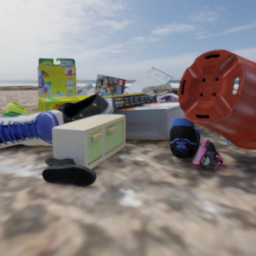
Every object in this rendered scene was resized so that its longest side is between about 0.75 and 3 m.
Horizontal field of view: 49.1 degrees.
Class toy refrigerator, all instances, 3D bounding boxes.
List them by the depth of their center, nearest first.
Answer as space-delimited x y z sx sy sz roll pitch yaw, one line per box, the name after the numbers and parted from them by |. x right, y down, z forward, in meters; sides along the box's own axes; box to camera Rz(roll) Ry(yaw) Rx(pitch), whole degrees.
-0.832 0.285 7.217 0.898 0.974 2.566 4 10 19 | toy refrigerator

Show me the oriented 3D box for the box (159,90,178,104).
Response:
2.196 -1.145 13.819 0.366 1.464 1.475 -6 10 -43 | box

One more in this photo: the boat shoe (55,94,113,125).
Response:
-1.837 -0.443 9.078 2.758 0.914 0.964 -13 45 30 | boat shoe

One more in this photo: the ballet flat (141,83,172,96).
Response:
0.899 -1.192 8.976 1.001 0.312 0.338 -12 -23 14 | ballet flat

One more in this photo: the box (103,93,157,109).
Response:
-0.208 -0.981 10.120 1.994 0.492 1.593 -11 7 -37 | box

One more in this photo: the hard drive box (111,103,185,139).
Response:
0.855 -0.293 9.978 2.023 0.997 2.595 0 8 26 | hard drive box

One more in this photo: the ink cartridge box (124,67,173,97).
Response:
1.068 -2.111 14.424 2.039 0.414 2.035 -40 38 -3 | ink cartridge box

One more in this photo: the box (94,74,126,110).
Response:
-0.941 -1.447 13.392 1.372 2.009 0.379 11 11 7 | box

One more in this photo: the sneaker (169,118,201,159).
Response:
1.486 0.402 7.427 0.814 0.904 2.320 3 -11 20 | sneaker

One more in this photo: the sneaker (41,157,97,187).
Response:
-1.183 0.841 5.689 1.368 0.411 0.713 0 14 17 | sneaker

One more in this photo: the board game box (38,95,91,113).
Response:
-2.409 -0.624 11.363 2.403 1.221 0.572 -9 28 -41 | board game box

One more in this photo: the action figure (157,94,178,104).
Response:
2.530 -0.963 11.451 1.542 1.714 2.301 -30 5 -28 | action figure

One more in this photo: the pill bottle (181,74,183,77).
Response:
1.973 -1.252 9.023 0.590 0.986 0.590 -2 -10 0 | pill bottle

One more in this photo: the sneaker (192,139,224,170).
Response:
1.986 0.674 6.752 0.644 0.534 1.351 23 20 17 | sneaker

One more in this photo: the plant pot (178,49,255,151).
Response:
2.397 -0.684 6.379 2.111 2.170 2.170 13 0 -39 | plant pot

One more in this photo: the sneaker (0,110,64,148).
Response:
-3.167 0.154 8.166 2.708 1.094 1.564 0 11 40 | sneaker

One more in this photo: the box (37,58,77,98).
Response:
-3.094 -1.610 12.333 1.682 2.867 0.694 -1 4 -10 | box

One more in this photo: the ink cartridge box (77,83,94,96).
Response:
-2.902 -1.675 15.851 1.868 0.441 1.495 -40 -1 44 | ink cartridge box

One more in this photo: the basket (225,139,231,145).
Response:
3.476 -0.220 7.627 1.877 1.481 2.129 -29 -23 14 | basket

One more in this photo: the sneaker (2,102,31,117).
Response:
-4.315 -0.421 11.047 0.695 0.784 1.876 46 -5 19 | sneaker
